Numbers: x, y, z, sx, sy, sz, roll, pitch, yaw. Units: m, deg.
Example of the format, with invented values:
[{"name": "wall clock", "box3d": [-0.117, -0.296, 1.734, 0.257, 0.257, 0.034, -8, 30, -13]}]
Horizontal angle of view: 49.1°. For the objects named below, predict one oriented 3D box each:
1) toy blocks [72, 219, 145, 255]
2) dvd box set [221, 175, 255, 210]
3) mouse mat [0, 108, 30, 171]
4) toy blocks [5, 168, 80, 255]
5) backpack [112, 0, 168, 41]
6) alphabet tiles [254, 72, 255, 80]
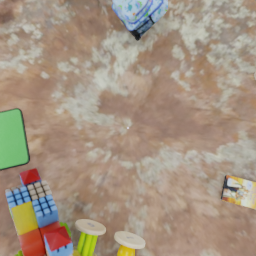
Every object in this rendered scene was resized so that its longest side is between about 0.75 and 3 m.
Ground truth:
[{"name": "toy blocks", "box3d": [-0.678, 3.384, 6.446, 1.731, 0.754, 2.076, 15, 88, 9]}, {"name": "dvd box set", "box3d": [2.897, 1.646, 7.178, 0.917, 0.135, 0.671, 15, 78, 4]}, {"name": "mouse mat", "box3d": [-3.730, 0.412, 7.510, 1.997, 0.075, 1.607, -14, 77, -2]}, {"name": "toy blocks", "box3d": [-1.848, 1.970, 5.648, 1.453, 1.988, 2.908, -16, 44, -26]}, {"name": "backpack", "box3d": [0.336, -3.295, 7.495, 1.316, 0.967, 1.204, -37, 71, 13]}, {"name": "alphabet tiles", "box3d": [4.923, -1.469, 7.887, 2.503, 0.183, 2.448, -21, 78, -5]}]
